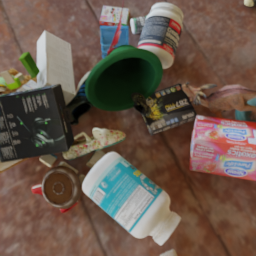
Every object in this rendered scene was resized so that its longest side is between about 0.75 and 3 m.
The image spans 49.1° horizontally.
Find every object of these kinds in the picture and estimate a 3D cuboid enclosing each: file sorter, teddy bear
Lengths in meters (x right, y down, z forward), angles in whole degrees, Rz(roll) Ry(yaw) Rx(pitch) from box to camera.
[{"bbox_3d":[-0.468,-2.784,9.992,0.978,1.409,0.864,0,62,0],"label":"file sorter"},{"bbox_3d":[-3.874,-1.309,9.782,2.521,0.842,1.828,6,68,2],"label":"teddy bear"}]

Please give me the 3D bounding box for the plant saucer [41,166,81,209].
[{"bbox_3d":[-2.001,1.757,8.196,1.283,0.206,1.283,0,88,14],"label":"plant saucer"}]

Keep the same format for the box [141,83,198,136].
[{"bbox_3d":[1.305,-0.656,9.699,1.724,0.423,1.390,-19,71,-9],"label":"box"}]

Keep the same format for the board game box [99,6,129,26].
[{"bbox_3d":[-0.550,-4.509,11.350,1.077,0.217,0.824,9,69,3],"label":"board game box"}]

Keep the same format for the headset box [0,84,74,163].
[{"bbox_3d":[-2.691,-0.173,7.997,2.121,0.984,1.846,-11,105,3],"label":"headset box"}]

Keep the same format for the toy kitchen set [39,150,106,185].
[{"bbox_3d":[-1.771,0.939,9.018,1.633,0.962,1.308,36,72,-9],"label":"toy kitchen set"}]

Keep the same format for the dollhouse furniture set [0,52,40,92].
[{"bbox_3d":[-3.786,-1.691,8.805,1.851,0.714,0.925,-14,36,17],"label":"dollhouse furniture set"}]

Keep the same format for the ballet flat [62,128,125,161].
[{"bbox_3d":[-1.162,0.413,8.835,2.137,0.808,0.683,-21,107,5],"label":"ballet flat"}]

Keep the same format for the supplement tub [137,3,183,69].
[{"bbox_3d":[1.156,-3.266,10.086,1.386,1.386,1.975,16,81,6],"label":"supplement tub"}]

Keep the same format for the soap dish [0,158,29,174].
[{"bbox_3d":[-3.883,0.257,8.751,1.529,0.789,1.943,-31,102,-23],"label":"soap dish"}]

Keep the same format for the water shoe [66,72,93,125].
[{"bbox_3d":[-1.410,-1.009,9.621,0.869,0.787,2.202,32,81,34],"label":"water shoe"}]

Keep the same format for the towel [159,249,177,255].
[{"bbox_3d":[0.746,4.323,7.874,1.800,0.310,1.193,-21,71,-8],"label":"towel"}]

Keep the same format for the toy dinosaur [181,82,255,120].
[{"bbox_3d":[3.030,-0.950,8.758,2.537,1.719,1.089,-17,40,30],"label":"toy dinosaur"}]

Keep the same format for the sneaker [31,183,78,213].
[{"bbox_3d":[-2.249,2.159,8.585,1.474,0.577,0.851,-2,68,1],"label":"sneaker"}]

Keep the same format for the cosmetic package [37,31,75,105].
[{"bbox_3d":[-2.504,-2.075,9.590,1.086,0.666,2.631,20,44,-37],"label":"cosmetic package"}]

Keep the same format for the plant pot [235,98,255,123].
[{"bbox_3d":[4.470,-0.661,9.240,1.408,1.379,1.408,0,68,1],"label":"plant pot"}]

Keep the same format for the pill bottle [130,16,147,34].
[{"bbox_3d":[0.641,-4.055,10.977,1.019,0.576,0.576,-13,69,-7],"label":"pill bottle"}]

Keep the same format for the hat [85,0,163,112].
[{"bbox_3d":[-0.310,-2.371,9.221,2.884,2.389,2.539,-36,51,20],"label":"hat"}]

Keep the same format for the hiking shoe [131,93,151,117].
[{"bbox_3d":[0.342,-0.792,8.891,0.376,0.499,0.992,-51,58,25],"label":"hiking shoe"}]

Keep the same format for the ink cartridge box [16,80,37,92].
[{"bbox_3d":[-3.043,-0.950,8.913,0.840,1.162,0.492,34,116,-12],"label":"ink cartridge box"}]

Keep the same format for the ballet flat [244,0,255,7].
[{"bbox_3d":[5.469,-5.577,11.617,1.737,0.493,0.577,-37,73,-13],"label":"ballet flat"}]

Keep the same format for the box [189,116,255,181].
[{"bbox_3d":[3.252,0.622,8.390,2.661,1.270,1.326,8,35,10],"label":"box"}]

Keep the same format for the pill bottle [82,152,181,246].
[{"bbox_3d":[0.131,2.071,8.099,2.755,1.526,1.526,38,73,13],"label":"pill bottle"}]
